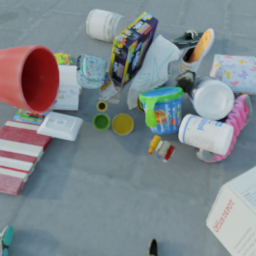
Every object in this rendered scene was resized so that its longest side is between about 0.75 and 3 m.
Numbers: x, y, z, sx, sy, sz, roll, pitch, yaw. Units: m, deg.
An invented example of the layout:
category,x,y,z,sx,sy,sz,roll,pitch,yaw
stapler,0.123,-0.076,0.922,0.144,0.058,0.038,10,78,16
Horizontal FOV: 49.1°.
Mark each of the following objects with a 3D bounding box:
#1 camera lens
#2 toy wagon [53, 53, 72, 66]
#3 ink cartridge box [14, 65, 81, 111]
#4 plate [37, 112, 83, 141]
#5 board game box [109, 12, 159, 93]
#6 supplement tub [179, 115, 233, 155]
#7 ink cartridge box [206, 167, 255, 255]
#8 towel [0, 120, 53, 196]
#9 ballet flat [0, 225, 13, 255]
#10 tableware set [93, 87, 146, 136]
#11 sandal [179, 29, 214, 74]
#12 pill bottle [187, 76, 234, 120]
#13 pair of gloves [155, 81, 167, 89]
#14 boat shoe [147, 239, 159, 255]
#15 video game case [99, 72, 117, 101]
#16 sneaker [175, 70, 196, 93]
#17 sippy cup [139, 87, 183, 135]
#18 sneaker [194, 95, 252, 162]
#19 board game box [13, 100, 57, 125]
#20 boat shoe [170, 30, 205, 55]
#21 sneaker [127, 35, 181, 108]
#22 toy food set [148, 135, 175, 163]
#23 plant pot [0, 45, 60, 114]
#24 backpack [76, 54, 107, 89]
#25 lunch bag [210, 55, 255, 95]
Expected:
category,x,y,z,sx,sy,sz,roll,pitch,yaw
camera lens,-1.041,-4.698,12.961,1.598,1.278,1.278,18,50,16
toy wagon,-2.867,-2.745,11.875,0.962,0.245,1.240,-13,49,-12
ink cartridge box,-2.868,-1.437,10.356,2.236,0.487,1.941,2,65,-5
plate,-2.093,-0.110,8.742,1.154,0.186,1.151,12,36,-1
board game box,0.111,-2.368,9.023,0.582,2.053,1.697,35,60,10
supplement tub,2.076,0.171,7.524,1.245,0.821,0.821,17,49,28
ink cartridge box,3.159,2.446,5.913,1.136,2.000,2.744,-24,52,-21
towel,-3.564,0.802,8.612,1.845,0.291,2.562,10,46,11
ballet flat,-3.022,2.846,6.667,0.390,0.390,1.084,-5,47,-5
tableware set,0.065,-0.489,9.102,2.331,1.570,0.358,8,6,-4
sandal,2.039,-2.346,9.059,0.596,2.081,0.797,8,53,-12
pill bottle,2.486,-1.041,8.859,1.144,1.144,2.011,2,19,2
pair of gloves,0.871,-2.157,11.208,1.249,0.177,1.554,-3,57,-7
boat shoe,0.575,3.019,6.585,0.282,0.238,0.791,4,48,3
video game case,-0.700,-1.324,8.883,0.066,0.539,0.754,-6,69,-58
sneaker,1.717,-1.481,8.279,0.568,1.508,0.598,28,88,3
sippy cup,1.066,-0.497,8.468,1.672,1.225,1.313,-17,18,-21
sneaker,2.812,-0.030,9.034,1.384,1.147,2.902,12,45,45
board game box,-3.243,-0.666,9.958,1.049,0.254,1.386,9,47,9
boat shoe,2.814,-3.950,12.590,2.296,0.814,0.828,-30,54,-25
sneaker,0.794,-1.674,9.451,1.076,2.684,0.944,30,29,1
toy food set,0.945,0.665,7.812,0.554,1.160,0.522,27,82,22
plant pot,-3.575,-1.607,9.037,1.902,2.150,2.150,8,48,16
backpack,-1.114,-1.685,8.513,0.887,1.000,0.753,6,6,-29
lunch bag,4.023,-1.847,10.432,1.609,1.206,1.897,3,37,0
